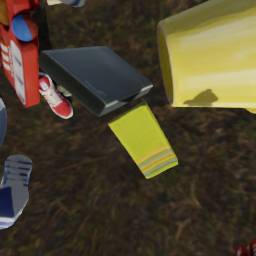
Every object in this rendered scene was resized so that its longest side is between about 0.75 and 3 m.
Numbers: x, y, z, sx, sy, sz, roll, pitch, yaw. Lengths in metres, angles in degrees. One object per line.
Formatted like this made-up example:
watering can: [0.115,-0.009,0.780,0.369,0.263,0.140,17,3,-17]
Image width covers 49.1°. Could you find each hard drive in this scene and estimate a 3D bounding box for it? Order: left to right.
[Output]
hard drive: [-0.574,-1.137,6.121,1.646,2.359,0.388,40,120,9]

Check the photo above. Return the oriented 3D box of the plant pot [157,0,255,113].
plant pot: [1.941,-1.458,5.573,2.476,2.631,2.631,-11,80,2]

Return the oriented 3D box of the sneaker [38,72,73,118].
sneaker: [-2.248,-0.977,8.291,0.550,0.869,1.545,-38,82,-6]

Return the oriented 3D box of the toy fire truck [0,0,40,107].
toy fire truck: [-2.375,-1.987,5.711,1.453,2.591,2.176,-22,56,-34]

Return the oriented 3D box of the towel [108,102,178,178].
towel: [0.328,0.296,4.916,0.707,1.644,0.148,-31,41,3]

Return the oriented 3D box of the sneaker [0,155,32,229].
sneaker: [-2.502,1.509,6.013,0.713,1.766,1.020,13,122,-14]

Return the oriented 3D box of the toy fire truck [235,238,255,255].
toy fire truck: [1.876,1.913,4.004,0.425,0.636,0.758,18,37,4]

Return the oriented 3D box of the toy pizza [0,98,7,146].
toy pizza: [-3.178,0.116,5.598,0.311,1.964,1.964,17,80,11]

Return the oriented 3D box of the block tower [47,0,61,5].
block tower: [-2.560,-5.353,9.159,0.663,0.710,2.455,-12,81,-2]

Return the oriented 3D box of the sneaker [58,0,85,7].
sneaker: [-0.715,-3.938,5.846,2.917,1.286,1.098,-47,74,17]

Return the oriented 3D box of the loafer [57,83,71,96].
loafer: [-1.598,-1.053,7.093,0.293,0.778,0.271,-18,124,-28]
